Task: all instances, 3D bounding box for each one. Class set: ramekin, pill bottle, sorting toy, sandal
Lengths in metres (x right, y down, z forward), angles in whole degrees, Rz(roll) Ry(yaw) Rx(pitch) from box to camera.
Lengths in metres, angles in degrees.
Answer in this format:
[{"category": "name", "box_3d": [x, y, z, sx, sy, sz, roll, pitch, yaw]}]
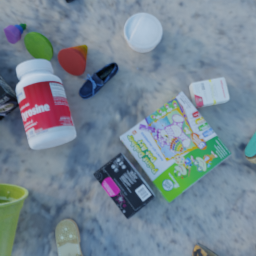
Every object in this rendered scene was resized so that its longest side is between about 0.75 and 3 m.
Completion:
[{"category": "ramekin", "box_3d": [0.432, -2.767, 8.317, 1.128, 0.525, 1.128, 0, 82, 0]}, {"category": "pill bottle", "box_3d": [-2.290, -0.637, 7.611, 1.256, 1.256, 2.238, -17, 82, -3]}, {"category": "sorting toy", "box_3d": [-2.269, -2.511, 8.289, 2.678, 0.929, 0.922, 24, 52, 6]}, {"category": "sandal", "box_3d": [-1.428, 3.615, 7.182, 0.884, 0.793, 2.411, -17, 82, -3]}]

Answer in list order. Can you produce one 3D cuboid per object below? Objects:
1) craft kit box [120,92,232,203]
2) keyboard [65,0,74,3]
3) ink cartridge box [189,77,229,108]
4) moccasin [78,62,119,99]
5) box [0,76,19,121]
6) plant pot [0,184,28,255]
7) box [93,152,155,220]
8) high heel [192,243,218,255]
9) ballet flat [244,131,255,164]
[{"category": "craft kit box", "box_3d": [1.293, 0.509, 7.835, 2.213, 0.544, 2.241, -37, 83, -3]}, {"category": "keyboard", "box_3d": [-1.850, -4.325, 8.774, 0.468, 0.100, 0.780, -24, 82, 5]}, {"category": "ink cartridge box", "box_3d": [2.333, -1.000, 8.098, 0.959, 0.400, 0.696, -10, 83, -1]}, {"category": "moccasin", "box_3d": [-0.903, -1.442, 8.122, 0.577, 0.489, 1.434, 43, 85, 5]}, {"category": "box", "box_3d": [-4.756, -1.117, 7.733, 2.193, 1.153, 2.678, -41, 83, -6]}, {"category": "plant pot", "box_3d": [-3.543, 2.483, 6.976, 1.912, 1.912, 1.758, 4, 92, 1]}, {"category": "box", "box_3d": [-0.105, 1.516, 7.494, 0.964, 0.837, 1.459, -38, 84, -7]}, {"category": "high heel", "box_3d": [2.749, 3.491, 7.200, 2.083, 0.744, 1.485, -19, 88, 6]}, {"category": "ballet flat", "box_3d": [4.075, -0.040, 7.846, 0.898, 0.809, 2.385, 24, 88, -16]}]
